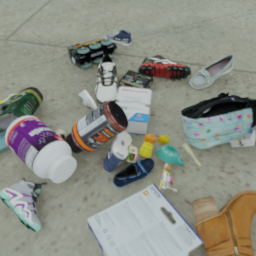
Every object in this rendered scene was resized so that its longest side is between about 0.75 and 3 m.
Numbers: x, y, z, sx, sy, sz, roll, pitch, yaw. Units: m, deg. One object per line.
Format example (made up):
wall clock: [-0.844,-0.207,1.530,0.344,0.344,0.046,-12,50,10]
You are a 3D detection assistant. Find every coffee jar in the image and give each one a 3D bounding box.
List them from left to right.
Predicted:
coffee jar: [-4.233,-0.772,11.184,1.086,0.888,2.082,-17,34,24]

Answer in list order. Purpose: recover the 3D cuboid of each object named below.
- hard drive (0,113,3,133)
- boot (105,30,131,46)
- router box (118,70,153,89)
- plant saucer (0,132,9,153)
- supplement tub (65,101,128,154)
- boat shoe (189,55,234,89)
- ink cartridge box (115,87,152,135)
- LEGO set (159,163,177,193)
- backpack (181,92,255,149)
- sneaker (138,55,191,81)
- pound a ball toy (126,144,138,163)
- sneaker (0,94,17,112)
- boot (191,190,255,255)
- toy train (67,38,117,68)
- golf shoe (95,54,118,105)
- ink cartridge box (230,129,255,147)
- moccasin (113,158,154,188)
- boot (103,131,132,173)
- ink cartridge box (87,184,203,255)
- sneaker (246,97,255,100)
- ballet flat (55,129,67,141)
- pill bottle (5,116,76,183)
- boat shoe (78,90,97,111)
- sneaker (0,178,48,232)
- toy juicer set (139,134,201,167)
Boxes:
hard drive: [-5.545,-0.176,11.325,0.819,0.222,1.173,-17,49,-15]
boot: [-0.553,-5.147,15.591,1.656,0.748,0.602,19,50,17]
router box: [0.366,-2.098,12.980,1.326,0.412,0.994,21,51,20]
plant saucer: [-5.095,0.765,10.406,2.448,0.232,0.856,-32,48,-26]
supplement tub: [-1.164,0.069,9.900,2.230,1.193,1.193,-33,43,23]
boat shoe: [3.862,-2.600,12.921,2.302,0.738,0.848,-28,63,-2]
ink cartridge box: [0.169,-0.727,11.418,1.407,0.825,1.922,6,46,5]
LEGO set: [1.380,1.725,9.226,0.571,0.706,1.535,15,13,8]
backpack: [3.241,-0.283,10.251,2.520,1.595,2.103,-16,13,-10]
sneaker: [1.761,-2.939,13.435,2.493,0.881,1.218,4,49,6]
pound a ball toy: [0.197,0.847,9.839,0.384,0.589,0.903,13,11,1]
sneaker: [-5.099,-1.059,12.078,1.125,0.416,0.455,-39,65,-22]
boot: [3.255,2.919,7.966,2.638,1.012,2.048,-2,53,-15]
toy train: [-1.864,-3.942,14.322,2.550,1.087,1.453,-28,44,-24]
golf shoe: [-0.989,-2.175,12.470,1.064,1.293,2.737,-4,49,-7]
ink cartridge box: [4.202,0.401,10.532,1.019,0.346,0.587,-8,36,40]
moccasin: [0.252,1.489,9.539,1.644,0.561,0.661,-31,54,-26]
boot: [-0.441,0.769,10.101,0.732,0.909,2.013,37,20,-6]
ink cartridge box: [0.426,3.040,7.987,2.429,0.493,2.424,-23,45,-21]
sneaker: [4.969,-1.049,11.992,1.239,0.457,0.542,1,38,1]
ballet flat: [-2.504,0.418,10.602,0.457,0.422,1.355,-29,52,-7]
pill bottle: [-2.964,0.744,9.622,2.557,1.438,1.438,34,56,27]
boat shoe: [-1.752,-1.120,12.064,0.471,0.495,1.375,-34,58,-7]
sneaker: [-2.986,2.220,8.746,1.881,0.731,1.315,35,55,25]
toy juicer set: [1.484,0.861,10.226,2.175,0.592,1.383,17,27,-2]
